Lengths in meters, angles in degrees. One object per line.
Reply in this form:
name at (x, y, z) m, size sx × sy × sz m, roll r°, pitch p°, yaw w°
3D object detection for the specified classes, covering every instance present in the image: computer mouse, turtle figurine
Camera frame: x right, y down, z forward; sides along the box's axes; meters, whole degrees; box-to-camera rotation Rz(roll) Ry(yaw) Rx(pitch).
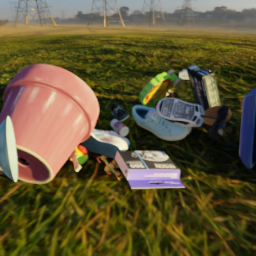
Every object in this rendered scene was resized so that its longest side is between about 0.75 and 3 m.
computer mouse at (2.183, -0.436, 9.770) m, size 2.430 × 0.533 × 1.333 m, roll 15°, pitch 68°, yaw 10°
turtle figurine at (-0.416, 1.167, 8.370) m, size 1.004 × 0.323 × 0.810 m, roll 40°, pitch 38°, yaw 25°

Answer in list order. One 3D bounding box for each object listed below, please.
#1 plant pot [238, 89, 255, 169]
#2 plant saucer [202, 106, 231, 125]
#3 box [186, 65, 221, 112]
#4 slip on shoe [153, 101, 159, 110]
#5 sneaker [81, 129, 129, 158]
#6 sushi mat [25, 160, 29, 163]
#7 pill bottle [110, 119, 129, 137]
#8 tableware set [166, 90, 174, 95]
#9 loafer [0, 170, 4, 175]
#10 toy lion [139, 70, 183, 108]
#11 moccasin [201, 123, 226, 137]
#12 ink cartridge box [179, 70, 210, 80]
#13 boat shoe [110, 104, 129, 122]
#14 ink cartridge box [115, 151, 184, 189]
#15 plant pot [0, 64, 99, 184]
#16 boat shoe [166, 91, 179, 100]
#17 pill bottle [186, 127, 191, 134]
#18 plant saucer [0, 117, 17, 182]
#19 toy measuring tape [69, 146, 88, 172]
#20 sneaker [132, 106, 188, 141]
plant pot at (4.903, -0.089, 8.329) m, size 2.501 × 2.781 × 2.781 m, roll 13°, pitch 27°, yaw 39°
plant saucer at (3.247, -0.500, 10.356) m, size 1.069 × 0.200 × 1.069 m, roll -19°, pitch 32°, yaw 12°
box at (3.243, -1.421, 11.857) m, size 0.507 × 2.204 × 1.752 m, roll -22°, pitch 26°, yaw -1°
slip on shoe at (1.312, -0.715, 12.370) m, size 0.636 × 0.507 × 1.673 m, roll 5°, pitch 24°, yaw 11°
sneaker at (-0.883, 0.422, 9.592) m, size 1.921 × 0.735 × 0.776 m, roll 23°, pitch 34°, yaw 24°
sushi mat at (-2.251, 0.474, 8.602) m, size 1.023 × 0.129 × 2.139 m, roll 1°, pitch 34°, yaw 16°
pill bottle at (-0.347, -0.014, 10.775) m, size 0.412 × 0.412 × 0.753 m, roll -16°, pitch 38°, yaw -32°
tableware set at (2.195, -1.997, 15.775) m, size 0.977 × 0.113 × 0.816 m, roll -11°, pitch 27°, yaw -24°
loafer at (-4.324, 0.738, 8.669) m, size 2.483 × 0.837 × 0.944 m, roll 14°, pitch 27°, yaw 28°
toy lion at (1.257, -1.597, 12.441) m, size 2.150 × 2.243 × 0.770 m, roll -27°, pitch 71°, yaw -38°
moccasin at (3.244, -0.209, 10.966) m, size 0.722 × 0.684 × 1.871 m, roll -33°, pitch 21°, yaw -3°
ink cartridge box at (4.600, -3.698, 19.242) m, size 1.972 × 0.432 × 1.991 m, roll 6°, pitch 23°, yaw 16°
boat shoe at (-0.426, -0.655, 11.900) m, size 0.588 × 0.553 × 1.637 m, roll -34°, pitch 23°, yaw -4°
ink cartridge box at (0.601, 1.148, 7.989) m, size 1.597 × 0.350 × 1.612 m, roll 3°, pitch 22°, yaw -21°
plant pot at (-2.496, 0.043, 7.918) m, size 2.782 × 2.782 × 2.490 m, roll 6°, pitch 49°, yaw 13°
boat shoe at (1.896, -0.815, 12.077) m, size 0.599 × 0.599 × 1.702 m, roll -32°, pitch 34°, yaw 35°
pill bottle at (1.839, -0.190, 10.952) m, size 1.200 × 0.680 × 0.680 m, roll 14°, pitch 27°, yaw 27°
plant saucer at (-2.487, 0.447, 5.713) m, size 0.260 × 1.348 × 1.348 m, roll -7°, pitch 25°, yaw -17°
toy measuring tape at (-1.455, 0.959, 8.464) m, size 0.603 × 0.603 × 1.640 m, roll -7°, pitch 21°, yaw -15°
sneaker at (1.050, -0.223, 10.337) m, size 2.317 × 0.949 × 0.856 m, roll 19°, pitch 73°, yaw 32°
